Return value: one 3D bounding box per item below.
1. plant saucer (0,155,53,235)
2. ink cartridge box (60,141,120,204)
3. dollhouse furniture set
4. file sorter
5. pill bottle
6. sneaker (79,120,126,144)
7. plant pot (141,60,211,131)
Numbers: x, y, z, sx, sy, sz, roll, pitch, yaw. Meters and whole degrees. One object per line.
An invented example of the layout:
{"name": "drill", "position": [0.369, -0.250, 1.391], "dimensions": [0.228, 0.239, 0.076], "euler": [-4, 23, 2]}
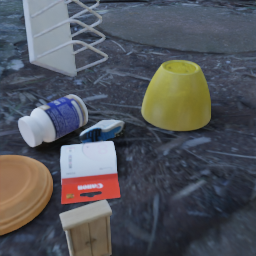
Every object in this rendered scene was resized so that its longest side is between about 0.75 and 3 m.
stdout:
{"name": "plant saucer", "position": [-3.016, 1.389, 6.514], "dimensions": [2.426, 0.454, 2.426], "euler": [1, 34, 0]}
{"name": "ink cartridge box", "position": [-0.980, 1.041, 7.078], "dimensions": [1.420, 0.499, 1.748], "euler": [-5, 30, -8]}
{"name": "dollhouse furniture set", "position": [-0.509, 2.615, 3.978], "dimensions": [1.441, 1.231, 2.781], "euler": [-14, 36, -19]}
{"name": "file sorter", "position": [-1.771, -3.153, 8.225], "dimensions": [1.631, 2.619, 1.818], "euler": [-13, -9, 27]}
{"name": "pill bottle", "position": [-2.205, -0.216, 8.348], "dimensions": [1.068, 1.068, 1.846], "euler": [27, 42, 34]}
{"name": "sneaker", "position": [-0.850, 0.091, 8.454], "dimensions": [1.531, 0.574, 0.663], "euler": [-17, 30, -38]}
{"name": "plant pot", "position": [1.665, -1.254, 9.340], "dimensions": [2.382, 1.690, 2.382], "euler": [0, 33, 0]}
